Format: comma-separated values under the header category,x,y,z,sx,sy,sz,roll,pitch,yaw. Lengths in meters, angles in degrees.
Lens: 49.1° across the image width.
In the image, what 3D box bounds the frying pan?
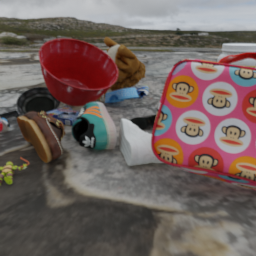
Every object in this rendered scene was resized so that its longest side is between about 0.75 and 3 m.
category,x,y,z,sx,sy,sz,roll,pitch,yaw
frying pan,-3.532,-0.573,10.039,1.570,0.423,2.596,25,53,14

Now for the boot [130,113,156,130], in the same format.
category,x,y,z,sx,sy,sz,roll,pitch,yaw
boot,0.663,-0.241,9.336,1.186,0.410,1.032,-10,5,11

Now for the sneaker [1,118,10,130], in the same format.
category,x,y,z,sx,sy,sz,roll,pitch,yaw
sneaker,-4.205,-0.054,8.840,1.098,0.411,0.476,3,28,27

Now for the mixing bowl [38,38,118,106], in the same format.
category,x,y,z,sx,sy,sz,roll,pitch,yaw
mixing bowl,-1.932,-1.812,10.288,2.820,1.527,2.820,15,43,-15

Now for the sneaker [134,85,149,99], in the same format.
category,x,y,z,sx,sy,sz,roll,pitch,yaw
sneaker,0.378,-1.552,12.631,1.198,0.443,0.493,-16,55,28

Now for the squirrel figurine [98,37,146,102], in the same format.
category,x,y,z,sx,sy,sz,roll,pitch,yaw
squirrel figurine,-0.600,-2.248,12.468,2.656,2.479,1.880,29,10,-45

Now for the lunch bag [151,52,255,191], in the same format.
category,x,y,z,sx,sy,sz,roll,pitch,yaw
lunch bag,2.053,-0.244,5.506,2.942,2.591,1.205,15,-7,14

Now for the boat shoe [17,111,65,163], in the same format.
category,x,y,z,sx,sy,sz,roll,pitch,yaw
boat shoe,-2.195,0.054,7.434,0.987,0.988,2.808,-19,26,-25

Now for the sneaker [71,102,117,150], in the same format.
category,x,y,z,sx,sy,sz,roll,pitch,yaw
sneaker,-1.158,-0.157,8.120,1.036,0.925,2.592,0,21,-20

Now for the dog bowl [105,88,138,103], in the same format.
category,x,y,z,sx,sy,sz,roll,pitch,yaw
dog bowl,-0.301,-1.329,11.534,1.616,0.400,0.901,-5,3,45

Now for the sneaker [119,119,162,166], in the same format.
category,x,y,z,sx,sy,sz,roll,pitch,yaw
sneaker,0.419,0.358,7.247,1.176,0.750,2.036,1,25,-13

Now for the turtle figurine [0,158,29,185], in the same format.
category,x,y,z,sx,sy,sz,roll,pitch,yaw
turtle figurine,-2.669,0.952,6.062,0.928,0.299,0.749,4,26,-10

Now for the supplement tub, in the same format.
category,x,y,z,sx,sy,sz,roll,pitch,yaw
supplement tub,4.455,-2.077,11.267,1.789,2.461,1.789,0,20,0

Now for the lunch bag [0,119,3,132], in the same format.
category,x,y,z,sx,sy,sz,roll,pitch,yaw
lunch bag,-4.766,-0.151,7.835,2.118,0.985,2.405,-25,29,-20

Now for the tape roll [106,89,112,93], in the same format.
category,x,y,z,sx,sy,sz,roll,pitch,yaw
tape roll,-1.094,-2.104,13.996,1.138,0.398,1.138,-9,31,5

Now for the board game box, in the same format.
category,x,y,z,sx,sy,sz,roll,pitch,yaw
board game box,-2.174,-0.448,9.866,1.154,0.356,1.153,6,21,18
